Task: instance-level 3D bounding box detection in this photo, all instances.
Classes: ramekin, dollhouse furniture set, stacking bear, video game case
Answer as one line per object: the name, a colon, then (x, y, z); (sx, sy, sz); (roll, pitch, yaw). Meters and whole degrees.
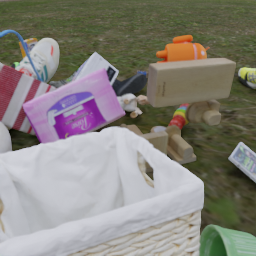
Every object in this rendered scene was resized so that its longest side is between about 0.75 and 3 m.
ramekin: (1.223, 1.719, 3.315); (0.511, 1.047, 1.047); (7, 30, -5)
dollhouse furniture set: (0.760, -0.553, 6.342); (2.135, 2.245, 1.830); (-9, 31, -19)
stacking bear: (1.354, -0.228, 7.202); (0.503, 0.471, 0.829); (21, 47, 26)
video game case: (2.548, 0.722, 5.853); (0.786, 0.101, 0.865); (43, 37, 14)

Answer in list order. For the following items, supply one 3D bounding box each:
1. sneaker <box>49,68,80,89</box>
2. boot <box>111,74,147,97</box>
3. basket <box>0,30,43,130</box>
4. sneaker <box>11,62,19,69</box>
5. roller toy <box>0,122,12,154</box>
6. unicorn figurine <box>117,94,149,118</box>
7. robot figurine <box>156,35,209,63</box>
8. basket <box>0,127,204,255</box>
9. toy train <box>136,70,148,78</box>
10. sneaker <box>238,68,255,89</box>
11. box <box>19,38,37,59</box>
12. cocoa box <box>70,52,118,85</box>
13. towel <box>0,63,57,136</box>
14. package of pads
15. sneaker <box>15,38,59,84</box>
sneaker: (-1.669, -1.502, 9.135); (1.955, 0.833, 0.763); (-3, 12, 13)
boot: (-0.429, -1.606, 9.680); (1.718, 0.564, 1.416); (24, 48, 39)
basket: (-3.398, -0.990, 7.021); (2.476, 2.183, 1.722); (-32, 37, -19)
sneaker: (-3.837, -1.591, 9.390); (0.978, 0.895, 2.333); (-33, 25, -11)
roller toy: (-3.022, 0.671, 4.560); (2.293, 1.603, 2.092); (6, 33, -6)
unicorn figurine: (-0.546, -0.677, 8.053); (2.287, 0.845, 1.571); (5, 20, -6)
robot figurine: (2.031, -2.575, 10.361); (1.927, 1.124, 1.386); (-2, 67, 1)
basket: (-0.512, 1.210, 3.476); (2.161, 1.738, 2.141); (-13, 21, -21)
toy train: (0.976, -1.957, 10.578); (1.504, 0.257, 0.344); (12, 29, 21)
sneaker: (4.687, -1.775, 9.796); (0.841, 0.852, 2.230); (-8, 31, -11)
box: (-3.212, -2.378, 9.371); (0.229, 1.103, 0.656); (3, 28, 22)
cocoa box: (-1.041, -1.213, 7.765); (0.879, 0.893, 1.339); (-24, 35, 51)
towel: (-2.501, -0.598, 6.585); (1.801, 1.297, 0.205); (24, 2, -36)
package of pads: (-1.213, -0.412, 6.537); (2.088, 1.258, 0.790); (-28, 11, -12)
sneaker: (-2.709, -1.562, 7.952); (0.873, 2.479, 1.159); (34, -10, -13)
